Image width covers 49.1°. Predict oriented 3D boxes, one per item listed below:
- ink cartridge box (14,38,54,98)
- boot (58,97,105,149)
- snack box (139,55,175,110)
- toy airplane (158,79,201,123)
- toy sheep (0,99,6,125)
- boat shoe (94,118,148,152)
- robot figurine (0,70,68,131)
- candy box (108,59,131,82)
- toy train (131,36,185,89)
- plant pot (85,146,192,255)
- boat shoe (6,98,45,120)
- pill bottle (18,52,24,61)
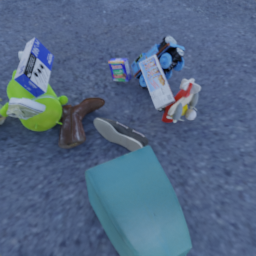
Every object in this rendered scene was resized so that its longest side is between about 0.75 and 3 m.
[{"bbox_3d":[-3.528,-2.338,10.706,0.514,1.094,2.327,-25,45,22],"label":"ink cartridge box"},{"bbox_3d":[-1.825,-0.193,11.396,2.102,0.724,2.255,-17,44,2],"label":"boot"},{"bbox_3d":[1.144,-1.864,11.345,0.796,0.269,2.215,-24,69,17],"label":"snack box"},{"bbox_3d":[2.236,-0.964,11.129,1.982,1.973,1.399,-41,82,-5],"label":"toy airplane"},{"bbox_3d":[-5.568,-0.541,11.484,1.157,1.157,1.678,-7,36,-6],"label":"toy sheep"},{"bbox_3d":[-0.282,0.218,11.060,2.361,0.789,0.673,30,41,20],"label":"boat shoe"},{"bbox_3d":[-3.814,-1.095,11.423,2.562,1.689,2.920,-13,55,-39],"label":"robot figurine"},{"bbox_3d":[-0.381,-2.754,13.366,0.872,1.032,0.397,7,39,29],"label":"candy box"},{"bbox_3d":[1.325,-2.912,12.647,1.203,2.775,1.585,1,64,-38],"label":"toy train"},{"bbox_3d":[0.333,2.531,8.023,2.090,2.092,2.959,-20,56,-18],"label":"plant pot"},{"bbox_3d":[-3.324,-0.569,9.069,2.015,0.726,0.625,8,79,48],"label":"boat shoe"},{"bbox_3d":[-5.134,-3.829,14.891,1.223,0.686,0.686,-5,47,-4],"label":"pill bottle"}]
